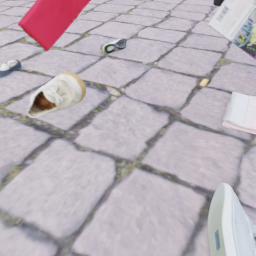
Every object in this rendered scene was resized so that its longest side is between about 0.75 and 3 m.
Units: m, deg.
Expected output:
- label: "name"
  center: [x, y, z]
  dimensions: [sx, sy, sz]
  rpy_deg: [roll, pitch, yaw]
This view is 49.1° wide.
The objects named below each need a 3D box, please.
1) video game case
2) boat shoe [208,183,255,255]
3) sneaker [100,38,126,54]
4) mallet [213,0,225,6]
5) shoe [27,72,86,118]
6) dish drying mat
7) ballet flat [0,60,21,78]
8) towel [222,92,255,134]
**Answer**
- label: "video game case"
  center: [3.939, -3.385, 7.896]
  dimensions: [2.292, 2.528, 0.453]
  rpy_deg: [42, 37, 14]
- label: "boat shoe"
  center: [2.015, 2.011, 5.274]
  dimensions: [0.773, 0.757, 2.169]
  rpy_deg: [19, 39, -1]
- label: "sneaker"
  center: [-0.706, -3.981, 13.353]
  dimensions: [1.456, 0.538, 0.589]
  rpy_deg: [-25, 40, -31]
- label: "mallet"
  center: [2.568, -3.942, 7.999]
  dimensions: [0.328, 0.525, 1.593]
  rpy_deg: [14, 12, 21]
- label: "shoe"
  center: [-1.372, -0.525, 5.159]
  dimensions: [1.743, 0.609, 0.465]
  rpy_deg: [-15, 29, 49]
- label: "dish drying mat"
  center: [-1.329, -2.747, 5.964]
  dimensions: [0.203, 0.856, 2.228]
  rpy_deg: [33, 83, 38]
- label: "ballet flat"
  center: [-4.886, -2.465, 11.393]
  dimensions: [0.454, 0.454, 1.242]
  rpy_deg: [19, 41, 23]
- label: "towel"
  center: [4.071, -0.451, 8.802]
  dimensions: [1.858, 0.314, 1.945]
  rpy_deg: [15, 40, 19]
